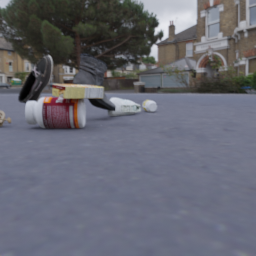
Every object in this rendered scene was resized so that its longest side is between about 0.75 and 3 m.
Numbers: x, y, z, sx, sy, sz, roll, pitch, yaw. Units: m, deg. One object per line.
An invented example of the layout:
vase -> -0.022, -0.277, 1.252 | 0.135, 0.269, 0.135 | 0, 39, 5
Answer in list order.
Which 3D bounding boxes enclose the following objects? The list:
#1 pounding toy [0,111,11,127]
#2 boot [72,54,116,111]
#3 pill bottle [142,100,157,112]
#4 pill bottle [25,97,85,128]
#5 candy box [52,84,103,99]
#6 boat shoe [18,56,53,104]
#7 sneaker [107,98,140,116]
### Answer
pounding toy -> -4.774, -0.403, 10.189 | 0.948, 0.542, 0.544 | -2, -31, -22
boot -> -1.207, -1.907, 12.174 | 0.956, 1.803, 2.739 | 10, -13, 34
pill bottle -> 1.249, -1.236, 16.087 | 0.654, 0.654, 1.175 | -2, 9, -10
pill bottle -> -2.560, -0.538, 9.997 | 1.969, 1.112, 1.112 | -1, 9, -2
candy box -> -1.700, -1.244, 9.575 | 1.520, 0.420, 0.877 | -7, 17, -43
boat shoe -> -3.675, -1.807, 11.048 | 0.690, 2.422, 0.810 | -12, 58, -47
sneaker -> -0.186, -1.075, 14.305 | 1.020, 0.895, 2.545 | 8, 11, 27
